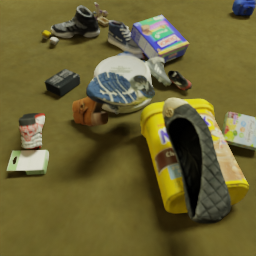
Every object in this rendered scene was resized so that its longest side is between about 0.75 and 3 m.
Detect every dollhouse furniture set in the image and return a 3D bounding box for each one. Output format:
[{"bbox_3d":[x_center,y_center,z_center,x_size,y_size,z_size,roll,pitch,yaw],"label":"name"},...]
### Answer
[{"bbox_3d":[-1.202,-5.746,13.953,0.959,0.859,1.210,-29,52,-25],"label":"dollhouse furniture set"}]

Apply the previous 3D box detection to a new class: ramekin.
[{"bbox_3d":[-0.204,-1.619,9.792,2.233,1.040,2.233,0,46,0],"label":"ramekin"}]

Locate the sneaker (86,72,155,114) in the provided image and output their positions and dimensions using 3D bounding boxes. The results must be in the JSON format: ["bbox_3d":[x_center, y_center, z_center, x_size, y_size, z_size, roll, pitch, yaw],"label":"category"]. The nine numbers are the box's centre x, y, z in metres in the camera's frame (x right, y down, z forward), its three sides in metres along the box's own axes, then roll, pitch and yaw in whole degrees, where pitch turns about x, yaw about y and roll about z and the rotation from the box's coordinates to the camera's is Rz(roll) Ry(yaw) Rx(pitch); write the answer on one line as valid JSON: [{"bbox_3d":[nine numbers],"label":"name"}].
[{"bbox_3d":[-0.271,-0.808,7.720,2.566,1.093,0.989,-7,64,-54],"label":"sneaker"}]

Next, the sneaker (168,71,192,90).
[{"bbox_3d":[1.845,-1.761,10.216,0.399,0.551,1.128,-48,51,6],"label":"sneaker"}]

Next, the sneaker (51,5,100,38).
[{"bbox_3d":[-2.444,-4.863,12.747,2.265,1.289,0.855,1,52,0],"label":"sneaker"}]

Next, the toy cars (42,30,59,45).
[{"bbox_3d":[-3.551,-4.062,12.694,0.600,0.296,1.338,-1,37,-50],"label":"toy cars"}]

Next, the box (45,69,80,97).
[{"bbox_3d":[-2.387,-1.676,10.275,0.739,0.413,1.047,25,49,27],"label":"box"}]

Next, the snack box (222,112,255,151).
[{"bbox_3d":[3.367,0.090,8.247,1.074,0.364,0.906,13,77,5],"label":"snack box"}]

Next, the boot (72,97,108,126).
[{"bbox_3d":[-1.178,-0.835,8.668,1.216,1.566,0.601,2,9,36],"label":"boot"}]

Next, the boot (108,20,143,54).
[{"bbox_3d":[-0.112,-3.951,12.162,2.014,0.910,0.733,29,52,26],"label":"boot"}]

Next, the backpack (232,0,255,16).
[{"bbox_3d":[5.984,-6.272,14.511,0.995,0.808,0.835,0,48,-1],"label":"backpack"}]

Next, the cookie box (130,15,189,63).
[{"bbox_3d":[1.294,-3.686,11.720,1.619,0.711,1.893,-27,69,-25],"label":"cookie box"}]

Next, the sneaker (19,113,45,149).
[{"bbox_3d":[-2.860,0.084,8.449,0.596,0.956,1.784,-4,10,-7],"label":"sneaker"}]

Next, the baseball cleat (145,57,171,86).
[{"bbox_3d":[1.205,-2.222,10.598,0.825,0.540,1.550,-46,57,0],"label":"baseball cleat"}]

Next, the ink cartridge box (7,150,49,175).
[{"bbox_3d":[-2.779,0.957,7.842,0.985,0.236,0.717,-2,46,-2],"label":"ink cartridge box"}]

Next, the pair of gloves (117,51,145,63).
[{"bbox_3d":[0.142,-2.774,11.544,1.171,0.166,1.457,-5,47,-6],"label":"pair of gloves"}]

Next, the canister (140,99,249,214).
[{"bbox_3d":[1.627,0.653,7.468,2.135,1.244,2.875,-6,47,-6],"label":"canister"}]

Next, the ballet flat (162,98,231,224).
[{"bbox_3d":[1.321,0.525,5.988,0.839,0.981,2.952,5,55,-34],"label":"ballet flat"}]
